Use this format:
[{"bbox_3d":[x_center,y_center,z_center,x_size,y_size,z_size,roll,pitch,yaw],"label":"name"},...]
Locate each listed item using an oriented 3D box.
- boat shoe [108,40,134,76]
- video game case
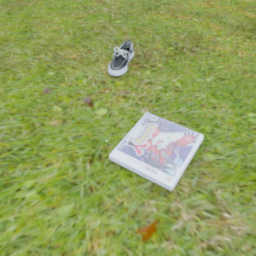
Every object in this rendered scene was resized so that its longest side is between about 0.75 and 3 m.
[{"bbox_3d":[-0.318,-3.777,14.878,1.008,0.932,2.729,17,47,16],"label":"boat shoe"},{"bbox_3d":[1.128,0.733,10.673,2.600,0.328,2.853,24,49,22],"label":"video game case"}]
